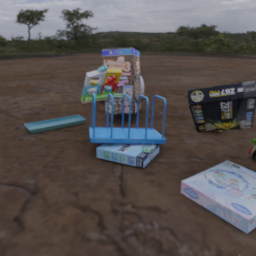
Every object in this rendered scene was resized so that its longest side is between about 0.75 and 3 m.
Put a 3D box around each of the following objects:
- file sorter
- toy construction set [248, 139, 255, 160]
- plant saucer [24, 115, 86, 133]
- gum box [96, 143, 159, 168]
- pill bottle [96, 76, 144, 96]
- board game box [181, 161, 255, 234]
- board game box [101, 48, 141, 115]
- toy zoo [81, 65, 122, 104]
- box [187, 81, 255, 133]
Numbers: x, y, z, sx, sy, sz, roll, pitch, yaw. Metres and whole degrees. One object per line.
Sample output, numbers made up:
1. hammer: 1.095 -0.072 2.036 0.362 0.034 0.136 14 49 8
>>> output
1. file sorter: -0.079 -0.393 9.986 2.540 1.558 1.763 1 11 -9
2. toy construction set: 4.761 0.351 9.340 1.372 1.264 1.645 3 19 7
3. plant saucer: -3.185 -0.181 12.350 2.521 0.239 0.881 -13 24 -31
4. gum box: 0.019 0.764 9.443 1.688 0.376 1.434 9 19 24
5. pill bottle: -0.532 -2.316 16.380 2.658 1.492 1.492 -9 22 -22
6. board game box: 2.708 1.607 7.084 1.931 0.421 1.940 -14 24 -33
7. board game box: -0.241 -2.229 13.484 1.411 2.914 2.323 -1 11 10
8. toy zoo: -1.040 -1.683 10.829 1.361 2.075 0.212 -12 66 -23
9. box: 2.697 -0.510 8.058 1.704 0.519 2.114 -7 -25 17
